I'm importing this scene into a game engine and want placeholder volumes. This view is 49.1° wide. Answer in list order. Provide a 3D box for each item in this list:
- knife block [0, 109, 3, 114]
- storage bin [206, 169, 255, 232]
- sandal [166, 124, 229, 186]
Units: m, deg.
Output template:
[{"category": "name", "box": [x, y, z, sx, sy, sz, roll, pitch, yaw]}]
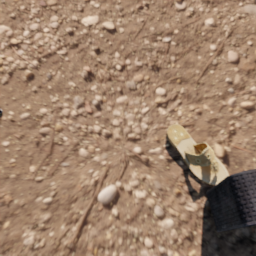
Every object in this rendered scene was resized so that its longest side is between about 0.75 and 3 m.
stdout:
[{"category": "knife block", "box": [-5.532, -0.472, 9.820, 1.973, 1.732, 0.631, -37, 62, 34]}, {"category": "storage bin", "box": [3.381, 1.976, 7.576, 1.774, 2.624, 1.230, -9, 67, -4]}, {"category": "sandal", "box": [2.228, 0.807, 9.010, 0.951, 0.853, 2.594, -39, 72, -12]}]
